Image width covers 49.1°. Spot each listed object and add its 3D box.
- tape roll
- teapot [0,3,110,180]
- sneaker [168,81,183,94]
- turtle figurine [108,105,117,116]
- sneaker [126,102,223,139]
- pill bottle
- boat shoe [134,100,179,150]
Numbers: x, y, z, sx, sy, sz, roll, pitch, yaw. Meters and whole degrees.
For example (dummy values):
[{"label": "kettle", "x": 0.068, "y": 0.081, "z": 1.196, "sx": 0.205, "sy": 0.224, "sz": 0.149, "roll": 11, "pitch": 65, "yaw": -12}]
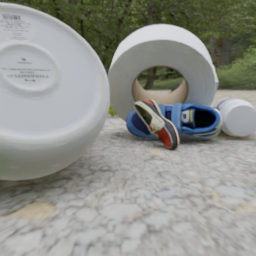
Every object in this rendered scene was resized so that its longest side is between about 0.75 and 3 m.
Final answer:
[{"label": "tape roll", "x": 0.882, "y": -1.234, "z": 7.625, "sx": 2.880, "sy": 2.880, "sz": 1.007, "roll": 1, "pitch": 39, "yaw": 7}, {"label": "teapot", "x": -1.909, "y": -0.332, "z": 4.614, "sx": 2.971, "sy": 2.932, "sz": 2.169, "roll": 33, "pitch": -40, "yaw": -12}, {"label": "sneaker", "x": 1.449, "y": -0.855, "z": 9.579, "sx": 2.601, "sy": 0.994, "sz": 1.490, "roll": -7, "pitch": 32, "yaw": 21}, {"label": "turtle figurine", "x": -0.420, "y": -0.915, "z": 12.244, "sx": 2.437, "sy": 0.785, "sz": 1.966, "roll": 15, "pitch": 24, "yaw": 36}, {"label": "sneaker", "x": 1.158, "y": -0.219, "z": 7.015, "sx": 2.467, "sy": 0.912, "sz": 1.014, "roll": -1, "pitch": -10, "yaw": 4}, {"label": "pill bottle", "x": 3.003, "y": -0.316, "z": 7.936, "sx": 1.018, "sy": 1.018, "sz": 1.758, "roll": 1, "pitch": 10, "yaw": 8}, {"label": "boat shoe", "x": 0.639, "y": -0.082, "z": 6.465, "sx": 0.469, "sy": 0.533, "sz": 1.498, "roll": -8, "pitch": 53, "yaw": -32}]
